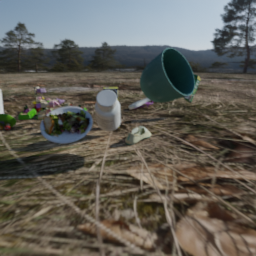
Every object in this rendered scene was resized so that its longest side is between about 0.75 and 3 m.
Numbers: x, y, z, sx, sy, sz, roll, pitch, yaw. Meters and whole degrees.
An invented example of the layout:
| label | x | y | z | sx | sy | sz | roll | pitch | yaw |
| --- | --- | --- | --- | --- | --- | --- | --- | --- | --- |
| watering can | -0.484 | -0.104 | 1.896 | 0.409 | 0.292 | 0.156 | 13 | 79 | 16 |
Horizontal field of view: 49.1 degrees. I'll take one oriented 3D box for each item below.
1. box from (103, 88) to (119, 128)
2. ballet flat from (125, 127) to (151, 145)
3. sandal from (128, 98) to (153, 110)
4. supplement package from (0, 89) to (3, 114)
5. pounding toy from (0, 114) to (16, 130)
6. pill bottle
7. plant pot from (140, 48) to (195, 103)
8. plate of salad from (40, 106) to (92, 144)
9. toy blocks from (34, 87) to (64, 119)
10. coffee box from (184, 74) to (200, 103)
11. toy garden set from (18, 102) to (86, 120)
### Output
| label | x | y | z | sx | sy | sz | roll | pitch | yaw |
| --- | --- | --- | --- | --- | --- | --- | --- | --- | --- |
| box | -0.620 | -0.733 | 10.263 | 0.555 | 1.474 | 0.369 | -1 | 14 | -3 |
| ballet flat | 0.360 | 0.177 | 8.860 | 0.467 | 0.467 | 1.344 | 8 | 16 | 28 |
| sandal | 0.815 | -1.213 | 14.327 | 1.918 | 0.471 | 0.780 | -24 | 10 | -31 |
| supplement package | -6.007 | -0.846 | 11.204 | 1.232 | 1.247 | 2.058 | -1 | 14 | -3 |
| pounding toy | -4.556 | -0.166 | 10.058 | 0.757 | 0.455 | 0.981 | -25 | -40 | 31 |
| pill bottle | -0.652 | -0.550 | 8.977 | 0.800 | 0.800 | 1.400 | 0 | -30 | 0 |
| plant pot | 0.973 | -1.300 | 7.636 | 1.080 | 1.346 | 1.346 | -25 | -6 | 43 |
| plate of salad | -1.576 | -0.150 | 7.123 | 1.330 | 0.319 | 1.330 | 0 | 45 | 0 |
| toy blocks | -2.973 | -1.016 | 10.748 | 1.027 | 1.220 | 1.140 | -7 | 15 | -12 |
| coffee box | 2.753 | -1.678 | 12.006 | 0.246 | 1.119 | 0.688 | 23 | 3 | 23 |
| toy garden set | -3.327 | -0.922 | 12.860 | 2.789 | 0.557 | 2.325 | -2 | 15 | -6 |
